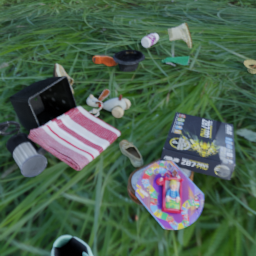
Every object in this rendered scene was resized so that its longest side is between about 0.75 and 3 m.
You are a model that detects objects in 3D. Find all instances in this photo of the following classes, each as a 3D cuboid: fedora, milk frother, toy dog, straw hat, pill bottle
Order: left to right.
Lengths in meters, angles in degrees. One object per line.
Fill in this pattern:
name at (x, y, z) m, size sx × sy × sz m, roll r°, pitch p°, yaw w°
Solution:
milk frother at (-3.578, 0.645, 9.325) m, size 1.424 × 1.367 × 1.514 m, roll 39°, pitch 14°, yaw 38°
toy dog at (-0.877, -1.138, 11.999) m, size 1.947 × 0.938 × 1.284 m, roll 1°, pitch 40°, yaw 1°
fedora at (0.040, -3.488, 14.889) m, size 1.767 × 0.807 × 1.767 m, roll 1°, pitch 39°, yaw -1°
pill bottle at (1.386, -5.449, 17.356) m, size 0.637 × 0.637 × 1.135 m, roll 26°, pitch 47°, yaw 28°
straw hat at (6.560, -3.102, 14.715) m, size 1.077 × 0.456 × 1.077 m, roll 1°, pitch 43°, yaw -1°

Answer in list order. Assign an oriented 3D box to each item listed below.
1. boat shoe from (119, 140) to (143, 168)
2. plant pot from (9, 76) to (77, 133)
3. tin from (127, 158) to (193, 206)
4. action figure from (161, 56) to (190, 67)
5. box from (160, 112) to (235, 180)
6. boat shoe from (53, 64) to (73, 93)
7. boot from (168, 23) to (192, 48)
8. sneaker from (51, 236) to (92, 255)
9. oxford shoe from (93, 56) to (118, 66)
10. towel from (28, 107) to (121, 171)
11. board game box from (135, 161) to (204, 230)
boat shoe at (0.128, 0.831, 10.052) m, size 0.510 × 0.436 × 1.391 m, roll -22°, pitch 45°, yaw -24°
plant pot at (-3.394, -0.831, 11.001) m, size 1.761 × 1.985 × 1.980 m, roll 13°, pitch 41°, yaw 31°
tin at (1.077, 1.658, 9.088) m, size 2.349 × 0.492 × 1.315 m, roll -22°, pitch 49°, yaw -25°
action figure at (2.584, -3.663, 15.420) m, size 1.504 × 0.411 × 0.889 m, roll 7°, pitch 41°, yaw 19°
box at (2.503, 0.513, 9.851) m, size 2.257 × 0.688 × 2.800 m, roll 15°, pitch 31°, yaw 12°
boat shoe at (-3.111, -2.257, 13.567) m, size 0.905 × 0.852 × 2.377 m, roll -1°, pitch 47°, yaw -22°
boot at (1.955, -3.373, 10.524) m, size 0.768 × 0.993 × 0.358 m, roll -12°, pitch 41°, yaw 22°
sneaker at (-0.776, 3.623, 5.698) m, size 1.105 × 1.772 × 3.004 m, roll -26°, pitch 48°, yaw -29°
oxford shoe at (-1.198, -3.801, 15.510) m, size 1.490 × 0.531 × 0.543 m, roll 15°, pitch 38°, yaw 18°
towel at (-1.736, 0.216, 9.973) m, size 2.122 × 0.335 × 2.947 m, roll 31°, pitch 32°, yaw 12°
board game box at (1.245, 1.894, 8.206) m, size 1.632 × 0.402 × 2.065 m, roll -35°, pitch 72°, yaw -21°
